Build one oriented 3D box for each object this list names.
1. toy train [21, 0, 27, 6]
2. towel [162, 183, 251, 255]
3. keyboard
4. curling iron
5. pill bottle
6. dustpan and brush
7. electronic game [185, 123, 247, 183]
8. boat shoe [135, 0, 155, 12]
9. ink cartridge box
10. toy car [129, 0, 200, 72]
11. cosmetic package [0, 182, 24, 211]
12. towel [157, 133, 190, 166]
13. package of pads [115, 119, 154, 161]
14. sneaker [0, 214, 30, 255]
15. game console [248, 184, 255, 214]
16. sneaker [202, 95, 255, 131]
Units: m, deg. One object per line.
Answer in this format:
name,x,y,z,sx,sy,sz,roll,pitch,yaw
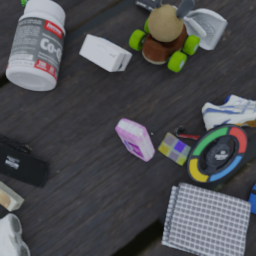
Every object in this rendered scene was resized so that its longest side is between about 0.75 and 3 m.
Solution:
toy train,-4.032,-5.051,10.837,0.228,0.169,0.810,-9,75,-13
towel,2.279,2.781,8.210,2.297,0.983,1.902,15,74,4
keyboard,-3.625,0.973,9.102,2.402,0.476,1.250,21,98,3
curling iron,2.292,0.248,9.310,1.501,0.192,0.372,14,90,4
pill bottle,-3.011,-2.797,9.459,1.574,1.574,2.764,6,75,2
dustpan and brush,2.252,-3.730,9.801,0.613,1.494,2.141,-36,74,-17
electronic game,2.564,0.771,8.081,2.027,2.027,0.422,-26,37,-7
boat shoe,1.085,-4.342,10.495,1.982,0.720,0.621,43,112,8
ink cartridge box,-0.695,-2.436,9.252,1.189,1.644,0.692,30,107,6
toy car,1.302,-3.387,9.008,1.982,2.412,1.903,33,65,14
cosmetic package,-3.781,2.100,8.626,0.997,0.524,0.354,34,88,10
towel,1.540,0.700,9.245,1.004,0.114,0.721,36,77,10
package of pads,0.247,0.378,8.555,0.865,1.435,0.543,29,70,33
sneaker,-3.524,3.564,8.225,0.924,0.724,1.859,-24,70,4
game console,4.338,2.245,8.587,1.071,0.633,0.914,21,42,36
sneaker,3.792,-0.631,9.156,2.761,1.039,1.217,-14,68,-8
